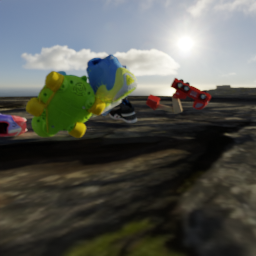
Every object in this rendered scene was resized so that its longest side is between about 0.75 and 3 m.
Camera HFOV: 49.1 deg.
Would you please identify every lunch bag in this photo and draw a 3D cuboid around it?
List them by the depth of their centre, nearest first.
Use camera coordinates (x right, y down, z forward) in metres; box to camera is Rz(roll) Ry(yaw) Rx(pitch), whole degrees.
[{"bbox_3d":[-0.715,-1.895,13.120,1.437,2.260,1.916,41,13,-18],"label":"lunch bag"}]

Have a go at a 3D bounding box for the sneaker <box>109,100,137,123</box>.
[{"bbox_3d":[-0.274,-0.870,12.788,0.635,0.972,1.737,-26,29,-35],"label":"sneaker"}]

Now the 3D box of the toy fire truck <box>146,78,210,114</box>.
[{"bbox_3d":[2.263,-1.296,12.846,2.497,1.761,0.609,27,31,3],"label":"toy fire truck"}]

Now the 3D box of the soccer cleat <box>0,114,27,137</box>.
[{"bbox_3d":[-4.522,-0.108,9.396,2.377,0.793,0.909,6,14,21],"label":"soccer cleat"}]

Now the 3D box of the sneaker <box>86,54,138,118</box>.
[{"bbox_3d":[-0.797,-1.373,8.857,1.085,1.505,2.866,-31,2,-36],"label":"sneaker"}]

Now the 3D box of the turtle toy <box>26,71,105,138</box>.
[{"bbox_3d":[-1.983,-0.609,8.247,1.835,2.518,1.273,32,21,-28],"label":"turtle toy"}]
